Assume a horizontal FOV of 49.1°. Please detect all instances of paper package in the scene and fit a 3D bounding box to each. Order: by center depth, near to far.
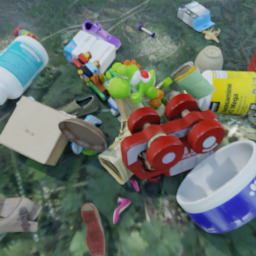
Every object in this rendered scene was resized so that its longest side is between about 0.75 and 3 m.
[{"bbox_3d":[-2.786,0.120,8.676,1.726,0.893,1.646,24,81,11],"label":"paper package"}]

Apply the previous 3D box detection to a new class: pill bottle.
[{"bbox_3d":[3.293,-1.236,9.739,2.583,1.452,1.452,4,55,7],"label":"pill bottle"},{"bbox_3d":[-4.242,-2.086,10.370,1.451,1.451,2.619,19,57,13],"label":"pill bottle"}]

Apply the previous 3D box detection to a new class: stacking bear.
[{"bbox_3d":[-4.502,-4.051,12.354,0.858,0.488,0.521,23,53,3],"label":"stacking bear"}]

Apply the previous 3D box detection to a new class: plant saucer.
[{"bbox_3d":[-1.238,0.169,7.849,1.501,1.501,0.259,18,62,12],"label":"plant saucer"}]

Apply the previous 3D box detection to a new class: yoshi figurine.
[{"bbox_3d":[0.114,-1.164,8.295,1.176,2.093,1.172,-11,71,33],"label":"yoshi figurine"}]

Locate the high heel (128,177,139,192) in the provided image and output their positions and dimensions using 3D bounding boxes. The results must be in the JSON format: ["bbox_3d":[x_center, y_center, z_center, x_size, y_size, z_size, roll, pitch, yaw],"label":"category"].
[{"bbox_3d":[0.039,1.660,8.513,0.375,0.263,0.780,-24,51,-8],"label":"high heel"}]

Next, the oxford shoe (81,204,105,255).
[{"bbox_3d":[-0.854,2.722,7.494,0.505,0.536,1.434,-14,78,9],"label":"oxford shoe"}]

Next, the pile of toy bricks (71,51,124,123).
[{"bbox_3d":[-0.579,-1.722,9.880,1.431,1.608,2.899,-39,71,-10],"label":"pile of toy bricks"}]

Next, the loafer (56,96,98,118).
[{"bbox_3d":[-1.916,-0.716,9.902,1.751,0.610,0.659,-24,54,-18],"label":"loafer"}]

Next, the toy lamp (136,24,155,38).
[{"bbox_3d":[0.790,-4.425,12.724,0.971,0.283,0.283,36,63,24],"label":"toy lamp"}]

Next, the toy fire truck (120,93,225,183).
[{"bbox_3d":[1.223,0.594,7.856,2.867,2.407,1.607,-20,44,-14],"label":"toy fire truck"}]

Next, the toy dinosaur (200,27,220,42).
[{"bbox_3d":[3.792,-4.151,12.564,0.647,0.372,1.279,-36,56,-4],"label":"toy dinosaur"}]

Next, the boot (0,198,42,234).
[{"bbox_3d":[-3.031,2.558,7.421,1.225,1.675,0.588,18,23,-17],"label":"boot"}]

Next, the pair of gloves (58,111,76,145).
[{"bbox_3d":[-2.219,-0.020,9.231,0.888,0.183,1.044,19,92,16],"label":"pair of gloves"}]

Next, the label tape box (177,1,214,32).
[{"bbox_3d":[3.223,-5.241,13.166,1.068,0.493,1.490,-31,59,-20],"label":"label tape box"}]

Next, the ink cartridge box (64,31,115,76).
[{"bbox_3d":[-1.524,-3.018,11.321,1.679,0.721,1.230,28,65,10],"label":"ink cartridge box"}]

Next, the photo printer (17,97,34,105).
[{"bbox_3d":[-3.636,-0.760,10.161,0.653,0.273,0.785,-31,60,-18],"label":"photo printer"}]

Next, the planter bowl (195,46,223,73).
[{"bbox_3d":[3.325,-2.810,11.311,1.111,0.748,1.111,0,55,-1],"label":"planter bowl"}]

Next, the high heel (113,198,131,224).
[{"bbox_3d":[-0.181,2.386,7.981,0.378,0.266,0.789,15,49,3],"label":"high heel"}]

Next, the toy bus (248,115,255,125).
[{"bbox_3d":[5.223,0.339,8.729,2.642,1.365,2.493,16,57,10],"label":"toy bus"}]

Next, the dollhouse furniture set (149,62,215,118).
[{"bbox_3d":[1.467,-1.017,9.035,0.924,2.394,1.197,-42,95,-30],"label":"dollhouse furniture set"}]

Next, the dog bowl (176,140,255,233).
[{"bbox_3d":[2.489,1.462,7.217,2.451,2.451,0.965,-41,93,-25],"label":"dog bowl"}]

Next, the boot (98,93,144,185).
[{"bbox_3d":[-0.179,0.240,8.462,1.911,0.895,2.459,-35,101,-27],"label":"boot"}]

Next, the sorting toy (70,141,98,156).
[{"bbox_3d":[-1.551,0.305,9.210,1.413,0.580,0.849,36,62,24],"label":"sorting toy"}]

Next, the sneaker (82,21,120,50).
[{"bbox_3d":[-1.231,-4.000,12.062,1.997,0.883,0.803,29,59,17],"label":"sneaker"}]

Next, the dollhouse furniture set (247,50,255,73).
[{"bbox_3d":[5.456,-1.586,10.222,1.474,1.114,2.740,4,55,3],"label":"dollhouse furniture set"}]

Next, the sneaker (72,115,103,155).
[{"bbox_3d":[-1.258,0.244,8.805,0.666,0.553,1.395,19,67,16],"label":"sneaker"}]
